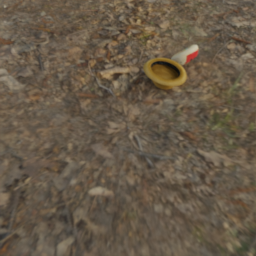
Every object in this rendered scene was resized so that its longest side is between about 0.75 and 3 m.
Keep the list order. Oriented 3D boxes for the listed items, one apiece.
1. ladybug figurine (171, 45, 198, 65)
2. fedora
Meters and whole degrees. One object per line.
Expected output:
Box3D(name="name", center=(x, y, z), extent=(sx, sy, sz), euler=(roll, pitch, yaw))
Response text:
Box3D(name="ladybug figurine", center=(2.517, -3.132, 12.165), extent=(1.458, 0.525, 0.990), euler=(-34, 14, -26))
Box3D(name="fedora", center=(1.467, -2.133, 11.552), extent=(1.807, 0.737, 1.807), euler=(5, 51, -6))
